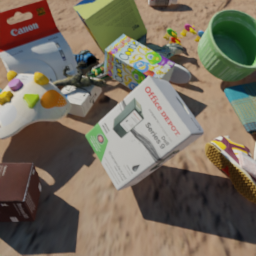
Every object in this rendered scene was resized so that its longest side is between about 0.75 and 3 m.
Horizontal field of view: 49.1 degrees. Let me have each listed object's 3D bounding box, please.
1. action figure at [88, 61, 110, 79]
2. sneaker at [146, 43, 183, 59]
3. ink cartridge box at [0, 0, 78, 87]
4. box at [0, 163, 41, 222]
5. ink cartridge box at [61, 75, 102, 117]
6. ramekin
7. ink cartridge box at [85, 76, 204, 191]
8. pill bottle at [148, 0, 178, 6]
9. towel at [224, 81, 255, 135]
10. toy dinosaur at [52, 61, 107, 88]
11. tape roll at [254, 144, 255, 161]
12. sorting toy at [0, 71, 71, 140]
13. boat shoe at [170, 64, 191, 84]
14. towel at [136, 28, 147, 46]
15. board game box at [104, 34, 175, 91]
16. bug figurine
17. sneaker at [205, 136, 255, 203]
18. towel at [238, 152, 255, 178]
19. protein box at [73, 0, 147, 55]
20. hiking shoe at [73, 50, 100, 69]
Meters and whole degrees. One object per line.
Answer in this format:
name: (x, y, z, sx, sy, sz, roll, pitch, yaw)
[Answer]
action figure: (-0.802, -2.271, 10.786, 1.697, 0.464, 1.003, -26, 63, -16)
sneaker: (1.474, -2.958, 11.404, 1.661, 0.644, 0.717, -7, 70, -10)
ink cartridge box: (-3.175, -2.682, 9.605, 2.275, 2.842, 0.672, -29, 25, -22)
box: (-2.944, 1.574, 6.826, 1.302, 1.080, 1.069, 0, 47, -2)
ink cartridge box: (-1.673, -1.123, 9.589, 1.029, 0.594, 1.409, 12, 50, 17)
ramekin: (3.709, -2.846, 10.008, 2.433, 1.188, 2.433, 5, 68, -13)
ink cartridge box: (0.345, 0.143, 6.926, 1.738, 2.381, 1.001, 57, 26, 17)
pill bottle: (1.827, -6.862, 14.649, 1.501, 0.855, 0.855, 1, 48, 0)
towel: (4.306, -0.760, 9.079, 1.773, 0.262, 2.417, -11, 40, 7)
toy dinosaur: (-1.778, -1.680, 9.322, 2.095, 0.497, 0.923, -7, 70, -6)
tape roll: (4.765, 0.760, 7.628, 2.452, 0.448, 2.452, -8, 39, 7)
sorting toy: (-3.378, -0.514, 8.103, 2.469, 1.319, 2.222, 8, 45, 29)
boat shoe: (1.494, -2.249, 10.595, 1.959, 0.694, 0.684, 19, 43, 22)
towel: (0.117, -3.662, 11.824, 1.401, 0.251, 1.455, -15, 43, 22)
board game box: (0.344, -2.104, 9.853, 2.180, 1.123, 1.143, 33, 60, 15)
bug figurine: (2.297, -3.736, 11.298, 1.802, 1.397, 0.464, 1, 84, 38)
sneaker: (3.113, 1.006, 7.580, 0.973, 0.809, 2.159, -23, 54, -20)
towel: (3.149, 1.018, 6.898, 0.913, 0.147, 0.872, 34, 26, 4)
protein box: (-0.667, -4.266, 11.074, 2.005, 2.019, 1.362, -35, 51, 1)
hiking shoe: (-1.949, -2.557, 10.913, 0.718, 0.616, 1.655, 35, 57, 29)
